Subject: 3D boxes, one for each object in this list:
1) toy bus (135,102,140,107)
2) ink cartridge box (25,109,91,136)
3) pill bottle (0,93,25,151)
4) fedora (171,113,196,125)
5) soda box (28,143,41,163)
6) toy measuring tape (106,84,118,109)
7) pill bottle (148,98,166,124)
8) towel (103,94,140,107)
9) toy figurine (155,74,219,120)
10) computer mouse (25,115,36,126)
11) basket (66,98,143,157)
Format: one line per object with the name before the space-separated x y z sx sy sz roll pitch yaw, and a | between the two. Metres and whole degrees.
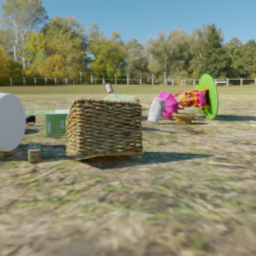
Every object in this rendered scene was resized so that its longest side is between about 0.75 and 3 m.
toy bus | 0.425 -1.504 18.846 0.484 0.582 1.487 3 9 18
ink cartridge box | -2.266 -0.223 9.873 2.591 0.768 1.345 -2 9 -12
pill bottle | -4.072 -0.164 6.674 2.823 1.634 1.634 1 9 9
fedora | 2.392 -0.394 12.056 1.120 0.457 1.120 3 7 0
soda box | -2.137 0.564 6.415 0.260 0.275 0.813 -3 9 -17
toy measuring tape | -0.702 -0.635 10.102 0.977 0.977 2.655 2 -23 11
pill bottle | 1.221 -0.716 12.003 0.574 1.012 0.574 18 -5 2
towel | -0.757 -1.040 13.677 2.433 0.444 1.805 14 49 46
toy figurine | 2.552 -1.319 13.725 2.675 2.182 2.907 -10 9 -5
computer mouse | -4.176 -0.162 10.229 1.317 0.527 2.403 -3 9 -12
basket | -0.556 0.039 6.200 1.584 1.180 1.131 0 -6 -22
